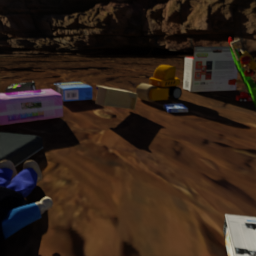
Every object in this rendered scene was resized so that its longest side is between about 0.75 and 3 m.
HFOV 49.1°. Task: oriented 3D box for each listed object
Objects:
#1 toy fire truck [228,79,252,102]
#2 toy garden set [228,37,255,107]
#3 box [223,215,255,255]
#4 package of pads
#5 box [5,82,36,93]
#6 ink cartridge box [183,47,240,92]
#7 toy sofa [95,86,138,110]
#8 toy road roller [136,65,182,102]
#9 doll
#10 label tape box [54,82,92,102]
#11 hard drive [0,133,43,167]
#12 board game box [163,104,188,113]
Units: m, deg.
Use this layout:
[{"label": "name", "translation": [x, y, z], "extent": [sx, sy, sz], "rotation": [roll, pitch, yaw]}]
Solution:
[{"label": "toy fire truck", "translation": [5.158, -1.665, 12.413], "extent": [1.398, 0.986, 0.341], "rotation": [3, 18, 15]}, {"label": "toy garden set", "translation": [4.706, -2.513, 11.141], "extent": [0.553, 2.312, 2.773], "rotation": [-22, 45, 20]}, {"label": "box", "translation": [1.578, 1.547, 3.548], "extent": [0.592, 0.305, 1.015], "rotation": [4, 19, 12]}, {"label": "package of pads", "translation": [-3.609, -0.747, 9.672], "extent": [2.422, 0.916, 1.459], "rotation": [-11, 22, -30]}, {"label": "box", "translation": [-4.414, -1.394, 11.719], "extent": [1.004, 0.840, 1.352], "rotation": [-9, 18, -9]}, {"label": "ink cartridge box", "translation": [4.429, -3.174, 14.958], "extent": [2.630, 2.309, 1.103], "rotation": [-3, 18, -12]}, {"label": "toy sofa", "translation": [-0.469, -1.103, 10.401], "extent": [1.586, 0.657, 0.774], "rotation": [3, 13, -44]}, {"label": "toy road roller", "translation": [1.433, -2.074, 12.844], "extent": [2.063, 1.506, 1.268], "rotation": [-11, 21, -30]}, {"label": "doll", "translation": [-1.944, 1.181, 4.260], "extent": [1.596, 0.567, 2.339], "rotation": [1, 18, -3]}, {"label": "label tape box", "translation": [-2.654, -1.752, 13.328], "extent": [1.372, 0.633, 1.914], "rotation": [-8, 17, -26]}, {"label": "hard drive", "translation": [-3.234, 0.642, 6.212], "extent": [1.656, 0.390, 2.373], "rotation": [4, 18, 13]}, {"label": "board game box", "translation": [1.850, -0.779, 11.011], "extent": [0.775, 0.169, 0.778], "rotation": [-1, 18, -7]}]
